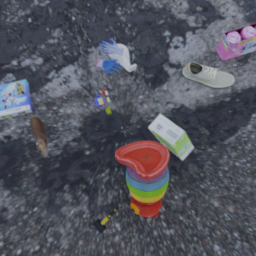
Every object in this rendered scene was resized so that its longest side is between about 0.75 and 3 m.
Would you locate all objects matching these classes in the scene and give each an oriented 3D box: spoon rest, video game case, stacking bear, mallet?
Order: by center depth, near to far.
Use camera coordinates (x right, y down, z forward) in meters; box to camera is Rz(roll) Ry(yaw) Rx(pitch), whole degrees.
[{"bbox_3d":[-0.712,2.833,8.916,0.445,1.351,0.278,40,33,14],"label":"mallet"},{"bbox_3d":[0.577,1.835,8.978,1.454,2.558,1.553,-28,41,-33],"label":"stacking bear"},{"bbox_3d":[-4.657,-1.168,11.362,1.296,0.325,1.429,-14,69,-6],"label":"video game case"},{"bbox_3d":[-0.216,-2.983,12.052,0.886,0.540,1.783,-26,58,-11],"label":"spoon rest"}]

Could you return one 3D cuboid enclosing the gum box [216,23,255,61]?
[{"bbox_3d":[4.931,-3.707,11.916,2.013,1.142,0.666,-19,70,-7],"label":"gum box"}]

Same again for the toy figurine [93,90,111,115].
[{"bbox_3d":[-0.906,-0.782,9.150,0.510,0.449,0.852,-14,93,-28],"label":"toy figurine"}]

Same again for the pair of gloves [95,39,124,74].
[{"bbox_3d":[-0.724,-2.872,11.272,1.067,0.151,1.327,8,109,-29],"label":"pair of gloves"}]

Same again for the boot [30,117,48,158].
[{"bbox_3d":[-2.896,0.271,9.112,0.430,1.339,1.248,-22,102,-10],"label":"boot"}]

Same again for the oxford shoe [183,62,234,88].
[{"bbox_3d":[3.354,-2.211,11.623,2.153,0.622,0.809,16,66,4],"label":"oxford shoe"}]

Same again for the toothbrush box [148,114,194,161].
[{"bbox_3d":[1.440,0.331,9.256,0.645,1.498,1.091,-49,58,-1],"label":"toothbrush box"}]
